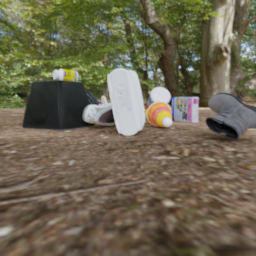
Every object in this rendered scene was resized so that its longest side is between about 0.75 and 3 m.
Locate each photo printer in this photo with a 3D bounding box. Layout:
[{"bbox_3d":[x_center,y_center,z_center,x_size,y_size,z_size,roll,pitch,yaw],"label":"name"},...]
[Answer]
[{"bbox_3d":[0.022,-0.974,10.029,0.903,2.164,2.601,-10,7,8],"label":"photo printer"}]

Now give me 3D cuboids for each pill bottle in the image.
[{"bbox_3d":[1.756,-1.447,17.119,1.193,1.193,2.096,-1,-25,-8],"label":"pill bottle"},{"bbox_3d":[-2.764,-2.280,12.360,1.000,0.562,0.562,1,4,-34],"label":"pill bottle"}]

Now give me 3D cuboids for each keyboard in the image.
[{"bbox_3d":[-2.358,-1.258,13.952,1.450,0.310,2.414,-31,29,-7],"label":"keyboard"}]

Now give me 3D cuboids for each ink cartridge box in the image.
[{"bbox_3d":[2.981,-1.016,15.401,0.468,1.331,2.230,-3,7,-24],"label":"ink cartridge box"}]

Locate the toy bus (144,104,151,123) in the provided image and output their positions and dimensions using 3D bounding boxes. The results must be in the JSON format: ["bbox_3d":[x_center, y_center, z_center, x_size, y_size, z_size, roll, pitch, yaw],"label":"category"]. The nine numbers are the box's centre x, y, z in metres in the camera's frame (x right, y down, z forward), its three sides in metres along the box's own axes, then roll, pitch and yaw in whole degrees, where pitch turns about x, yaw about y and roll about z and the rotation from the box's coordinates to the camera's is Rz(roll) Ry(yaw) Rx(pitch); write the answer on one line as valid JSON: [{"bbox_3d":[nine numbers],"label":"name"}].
[{"bbox_3d":[1.032,-0.550,13.803,1.193,1.126,0.617,-9,42,41],"label":"toy bus"}]

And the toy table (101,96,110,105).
[{"bbox_3d":[-1.308,-1.096,16.966,1.599,1.469,0.936,-1,22,-40],"label":"toy table"}]

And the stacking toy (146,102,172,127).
[{"bbox_3d":[1.412,-0.410,11.458,1.106,1.106,1.513,-1,18,-8],"label":"stacking toy"}]

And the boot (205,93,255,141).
[{"bbox_3d":[2.725,-0.398,8.060,1.362,0.722,2.069,-20,26,-22],"label":"boot"}]

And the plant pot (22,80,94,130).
[{"bbox_3d":[-2.931,-0.981,11.851,2.194,1.946,2.189,2,5,28],"label":"plant pot"}]

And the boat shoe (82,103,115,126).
[{"bbox_3d":[-0.773,-0.523,12.049,0.863,0.991,2.690,23,13,31],"label":"boat shoe"}]

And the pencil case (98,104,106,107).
[{"bbox_3d":[-1.697,-0.724,14.084,2.367,0.993,1.012,3,3,29],"label":"pencil case"}]
